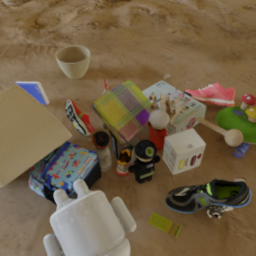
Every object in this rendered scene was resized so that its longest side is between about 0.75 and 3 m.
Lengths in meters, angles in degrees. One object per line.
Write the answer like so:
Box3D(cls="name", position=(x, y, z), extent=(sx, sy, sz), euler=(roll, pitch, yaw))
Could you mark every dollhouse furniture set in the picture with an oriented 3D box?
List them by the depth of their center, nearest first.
Box3D(cls="dollhouse furniture set", position=(1.541, -0.854, 10.978), extent=(1.148, 1.250, 0.813), euler=(13, 47, 30))

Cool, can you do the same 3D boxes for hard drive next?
Box3D(cls="hard drive", position=(-4.365, -1.579, 12.683), extent=(1.604, 1.058, 0.203), euler=(7, 40, 35))

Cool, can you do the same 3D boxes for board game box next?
Box3D(cls="board game box", position=(1.790, -0.885, 12.506), extent=(1.950, 0.850, 2.643), euler=(-32, 52, -26))

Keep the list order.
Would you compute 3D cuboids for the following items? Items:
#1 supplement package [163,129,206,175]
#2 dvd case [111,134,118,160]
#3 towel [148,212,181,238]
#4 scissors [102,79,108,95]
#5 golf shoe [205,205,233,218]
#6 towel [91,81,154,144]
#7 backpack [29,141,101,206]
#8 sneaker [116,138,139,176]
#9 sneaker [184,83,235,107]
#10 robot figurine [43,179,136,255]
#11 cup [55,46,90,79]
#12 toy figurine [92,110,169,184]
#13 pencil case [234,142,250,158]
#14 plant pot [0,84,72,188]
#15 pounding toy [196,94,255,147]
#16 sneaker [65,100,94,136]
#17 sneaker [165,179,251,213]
Box3D(cls="supplement package", position=(2.046, 0.890, 10.443), extent=(1.192, 1.246, 0.917), euler=(-16, 47, -15))
Box3D(cls="dvd case", position=(-0.515, 0.698, 10.650), extent=(0.093, 0.755, 1.059), euler=(-5, 11, -9))
Box3D(cls="towel", position=(1.175, 3.115, 9.031), extent=(1.009, 0.091, 0.434), euler=(22, 48, 21))
Box3D(cls="scissors", position=(-1.104, -1.891, 13.768), extent=(0.097, 0.508, 1.389), euler=(-10, 44, 10))
Box3D(cls="golf shoe", position=(3.048, 2.769, 9.256), extent=(0.922, 0.358, 0.436), euler=(-5, 61, -1))
Box3D(cls="towel", position=(-0.087, -0.716, 10.809), extent=(1.887, 0.299, 2.627), euler=(48, 46, -1))
Box3D(cls="backpack", position=(-2.331, 1.472, 9.679), extent=(2.277, 1.532, 2.079), euler=(21, 49, 22))
Box3D(cls="sneaker", position=(0.052, 0.995, 10.718), extent=(0.673, 0.710, 1.729), euler=(13, 46, 12))
Box3D(cls="sneaker", position=(3.761, -1.626, 12.920), extent=(2.333, 1.012, 0.860), euler=(11, 9, 3))
Box3D(cls="robot figurine", position=(-1.044, 2.935, 7.742), extent=(2.493, 1.660, 2.940), euler=(-27, 76, -14))
Box3D(cls="cup", position=(-2.806, -3.315, 14.659), extent=(1.744, 1.247, 1.744), euler=(0, 46, 0))
Box3D(cls="toy figurine", position=(0.082, 0.420, 10.463), extent=(2.662, 1.881, 2.704), euler=(16, 47, 15))
Box3D(cls="pencil case", position=(4.547, 0.815, 11.149), extent=(0.402, 0.361, 0.925), euler=(45, 54, 1))
Box3D(cls="plant pot", position=(-4.038, 0.074, 9.534), extent=(2.695, 2.389, 2.698), euler=(-39, 17, -27))
Box3D(cls="pounding toy", position=(4.538, -0.469, 11.123), extent=(2.849, 1.322, 2.199), euler=(-10, 40, -31))
Box3D(cls="sneaker", position=(-2.053, -0.461, 11.910), extent=(0.725, 0.657, 1.707), euler=(-32, 93, -42))
Box3D(cls="sneaker", position=(2.496, 2.069, 8.972), extent=(2.670, 1.106, 0.946), euler=(-9, 46, 16))
